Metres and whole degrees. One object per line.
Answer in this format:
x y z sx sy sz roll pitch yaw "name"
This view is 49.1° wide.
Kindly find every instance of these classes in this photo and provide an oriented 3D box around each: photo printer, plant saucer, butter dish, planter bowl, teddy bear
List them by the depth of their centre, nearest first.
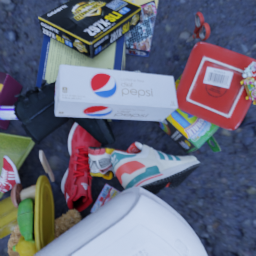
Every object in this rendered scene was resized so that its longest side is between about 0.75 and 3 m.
-0.110 2.440 4.652 2.785 0.967 2.317 -38 104 8 "photo printer"
2.179 -1.042 6.804 1.668 1.233 1.663 25 112 15 "butter dish"
-2.853 2.087 6.810 1.579 1.579 0.658 -34 77 -6 "planter bowl"
-3.892 0.990 7.039 2.417 2.413 0.579 10 123 0 "plant saucer"
-1.670 2.717 7.068 2.497 1.811 0.834 -4 47 -11 "teddy bear"

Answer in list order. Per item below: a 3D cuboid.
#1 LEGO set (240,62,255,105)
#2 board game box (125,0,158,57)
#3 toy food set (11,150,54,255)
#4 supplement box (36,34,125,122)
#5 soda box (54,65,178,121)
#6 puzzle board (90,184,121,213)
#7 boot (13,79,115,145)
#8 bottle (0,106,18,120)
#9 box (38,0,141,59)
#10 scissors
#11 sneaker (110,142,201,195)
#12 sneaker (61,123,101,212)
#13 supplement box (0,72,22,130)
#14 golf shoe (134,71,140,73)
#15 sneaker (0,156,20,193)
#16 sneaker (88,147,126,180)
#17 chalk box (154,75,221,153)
2.917 -0.706 5.856 1.433 0.534 0.659 33 103 -24 "LEGO set"
0.011 -3.670 8.926 1.783 0.455 2.632 10 79 2 "board game box"
-2.073 1.786 6.016 0.736 1.325 2.253 -7 57 -4 "toy food set"
-1.244 -1.427 7.992 2.194 1.474 2.196 5 80 1 "supplement box"
-0.264 -0.695 6.035 2.512 0.856 0.800 2 70 -20 "soda box"
-0.506 1.935 7.172 0.606 0.070 0.805 28 75 6 "puzzle board"
-1.548 -0.205 6.700 1.795 0.811 2.191 -30 91 1 "boot"
-2.861 -0.384 7.346 1.097 0.458 0.358 1 91 9 "bottle"
-0.930 -2.825 7.332 1.711 0.529 2.143 32 56 18 "box"
1.784 -2.380 7.357 0.124 1.776 0.650 -24 83 -3 "scissors"
0.738 0.862 7.152 1.369 2.929 1.031 52 123 24 "sneaker"
-1.062 1.013 7.161 0.973 1.434 2.483 4 109 -22 "sneaker"
-4.704 -1.084 8.095 2.662 1.140 1.469 17 80 3 "supplement box"
0.181 -1.181 8.560 0.538 0.434 1.108 -6 73 16 "golf shoe"
-2.613 1.016 5.912 0.309 0.868 0.488 29 45 35 "sneaker"
-0.525 0.948 7.403 0.753 1.934 0.795 1 82 24 "sneaker"
1.803 -0.197 7.849 2.148 1.341 1.331 44 83 6 "chalk box"
